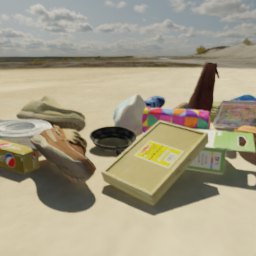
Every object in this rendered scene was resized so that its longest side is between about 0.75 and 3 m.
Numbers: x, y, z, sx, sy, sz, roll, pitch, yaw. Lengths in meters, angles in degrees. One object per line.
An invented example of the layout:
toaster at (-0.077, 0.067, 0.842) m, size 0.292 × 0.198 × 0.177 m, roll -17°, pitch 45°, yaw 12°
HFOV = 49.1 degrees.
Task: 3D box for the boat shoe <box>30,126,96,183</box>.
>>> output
boat shoe at (-1.399, 0.423, 6.315) m, size 0.906 × 0.955 × 2.523 m, roll -42°, pitch 35°, yaw -21°

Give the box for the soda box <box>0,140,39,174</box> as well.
soda box at (-2.821, 0.672, 6.761) m, size 1.419 × 0.481 × 0.454 m, roll 9°, pitch 18°, yaw 29°

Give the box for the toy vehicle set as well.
toy vehicle set at (0.610, 0.608, 5.919) m, size 1.296 × 0.276 × 2.086 m, roll 18°, pitch 44°, yaw 39°

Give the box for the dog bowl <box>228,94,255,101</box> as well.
dog bowl at (4.261, -0.760, 10.604) m, size 1.685 × 0.418 × 0.939 m, roll -19°, pitch 60°, yaw -21°

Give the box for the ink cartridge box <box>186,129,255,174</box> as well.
ink cartridge box at (1.834, 0.523, 6.858) m, size 2.237 × 0.663 × 1.161 m, roll 5°, pitch 20°, yaw 20°

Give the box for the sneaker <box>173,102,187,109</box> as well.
sneaker at (2.273, -0.768, 12.337) m, size 1.010 × 0.404 × 0.360 m, roll -30°, pitch 16°, yaw -20°

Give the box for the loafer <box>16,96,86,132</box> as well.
loafer at (-2.602, -0.527, 9.477) m, size 2.947 × 1.006 × 1.115 m, roll 8°, pitch -20°, yaw 30°

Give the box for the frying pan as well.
frying pan at (-0.163, 0.462, 7.789) m, size 1.363 × 0.367 × 2.253 m, roll -15°, pitch 31°, yaw -35°

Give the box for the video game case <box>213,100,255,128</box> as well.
video game case at (3.631, -0.425, 9.403) m, size 1.248 × 0.157 × 1.742 m, roll 2°, pitch -23°, yaw 8°

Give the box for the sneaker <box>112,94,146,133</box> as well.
sneaker at (-0.103, -0.321, 10.055) m, size 1.118 × 1.009 × 2.729 m, roll -29°, pitch 10°, yaw 25°

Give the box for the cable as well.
cable at (-3.147, 0.222, 8.141) m, size 1.838 × 0.637 × 1.839 m, roll -3°, pitch 16°, yaw -18°

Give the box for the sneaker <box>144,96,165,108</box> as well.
sneaker at (0.928, -0.956, 12.450) m, size 1.839 × 0.680 × 0.756 m, roll -15°, pitch 20°, yaw -22°

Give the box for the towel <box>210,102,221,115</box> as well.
towel at (4.312, -0.826, 11.944) m, size 2.741 × 0.500 × 2.033 m, roll -4°, pitch 11°, yaw -15°

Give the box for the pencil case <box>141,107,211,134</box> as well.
pencil case at (1.322, -0.146, 7.934) m, size 1.945 × 0.860 × 0.860 m, roll 4°, pitch 16°, yaw 16°

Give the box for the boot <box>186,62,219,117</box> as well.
boot at (2.297, -0.948, 9.050) m, size 0.989 × 2.275 × 2.734 m, roll 12°, pitch 21°, yaw 16°

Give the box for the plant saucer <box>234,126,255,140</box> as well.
plant saucer at (3.959, 0.244, 7.597) m, size 2.056 × 0.332 × 2.056 m, roll 9°, pitch 3°, yaw 0°
